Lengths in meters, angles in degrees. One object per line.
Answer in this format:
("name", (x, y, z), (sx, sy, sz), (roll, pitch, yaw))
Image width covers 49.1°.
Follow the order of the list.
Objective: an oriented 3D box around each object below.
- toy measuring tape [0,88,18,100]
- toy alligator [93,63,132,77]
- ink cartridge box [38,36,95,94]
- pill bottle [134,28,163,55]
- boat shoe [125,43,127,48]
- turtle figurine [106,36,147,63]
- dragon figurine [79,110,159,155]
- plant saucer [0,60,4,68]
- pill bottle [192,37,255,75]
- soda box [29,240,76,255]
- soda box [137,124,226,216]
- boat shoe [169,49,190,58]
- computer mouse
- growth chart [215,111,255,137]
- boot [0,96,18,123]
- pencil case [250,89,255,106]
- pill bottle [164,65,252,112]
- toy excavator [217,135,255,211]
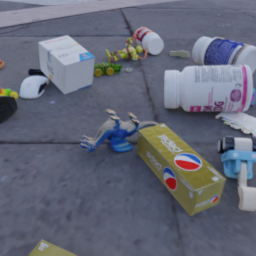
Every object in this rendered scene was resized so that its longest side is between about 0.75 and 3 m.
("toy measuring tape", (-5.336, -0.991, 10.217), (2.495, 0.918, 0.918), (-8, 34, -13))
("toy alligator", (-0.870, -2.870, 13.373), (2.182, 0.524, 0.723), (-9, 35, -13))
("ink cartridge box", (-2.633, -2.715, 11.910), (1.472, 1.446, 1.999), (-26, 56, -33))
("pill bottle", (1.169, -4.958, 16.029), (1.120, 1.120, 2.044), (-11, 35, -17))
("boat shoe", (0.044, -4.366, 15.762), (0.478, 0.504, 1.331), (6, 43, 3))
("turtle figurine", (-0.123, -4.040, 14.889), (2.039, 0.814, 2.529), (-13, 47, -4))
("dragon figurine", (-0.213, 0.215, 8.422), (2.560, 1.273, 0.753), (5, 26, -30))
("plant saucer", (-6.998, -3.070, 13.947), (1.536, 0.248, 1.536), (1, 33, 0))
("pill bottle", (4.448, -3.313, 13.091), (1.589, 1.589, 2.746), (-23, 39, -30))
("soda box", (-0.323, 2.850, 4.143), (2.983, 1.010, 0.955), (14, 36, 22))
("soda box", (1.212, 0.934, 7.245), (0.888, 0.839, 2.623), (-14, 35, -23))
("boat shoe", (2.860, -4.125, 15.408), (1.130, 0.406, 0.382), (12, 39, 21))
("computer mouse", (-3.911, -2.064, 12.086), (1.451, 0.581, 2.646), (2, 33, 0))
("growth chart", (3.885, -0.233, 9.676), (1.211, 0.148, 1.674), (-24, 40, -31))
("boot", (-5.414, -0.659, 9.651), (2.626, 1.017, 1.816), (-25, 36, -35))
("pencil case", (4.126, -1.369, 10.914), (1.627, 0.692, 0.752), (18, 14, 26))
("pill bottle", (2.748, -1.384, 10.003), (2.855, 1.618, 1.618), (1, 33, 10))
("toy excavator", (2.853, 1.086, 7.036), (0.906, 1.813, 1.763), (3, -11, 7))
